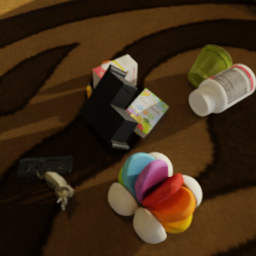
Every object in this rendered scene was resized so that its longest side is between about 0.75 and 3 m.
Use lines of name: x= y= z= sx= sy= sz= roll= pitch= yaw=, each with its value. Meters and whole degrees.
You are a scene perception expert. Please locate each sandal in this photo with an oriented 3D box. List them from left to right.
sandal: x=0.163 y=-0.796 z=11.425 sx=1.467 sy=0.331 sz=0.551 roll=-24 pitch=77 yaw=-28

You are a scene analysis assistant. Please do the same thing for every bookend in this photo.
bookend: x=-0.338 y=-0.750 z=10.156 sx=2.193 sy=1.017 sz=2.207 roll=44 pitch=108 yaw=34

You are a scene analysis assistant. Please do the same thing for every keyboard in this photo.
keyboard: x=-2.916 y=1.366 z=9.768 sx=1.889 sy=0.374 sz=0.983 roll=-5 pitch=52 yaw=-2

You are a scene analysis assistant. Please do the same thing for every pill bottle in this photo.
pill bottle: x=3.759 y=-1.470 z=11.326 sx=2.564 sy=1.419 sz=1.419 roll=-28 pitch=57 yaw=-21

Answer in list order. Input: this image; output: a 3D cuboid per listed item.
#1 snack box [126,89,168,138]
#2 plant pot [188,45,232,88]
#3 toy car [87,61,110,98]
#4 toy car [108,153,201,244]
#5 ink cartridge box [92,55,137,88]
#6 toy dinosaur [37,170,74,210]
snack box: x=0.642 y=-0.590 z=11.028 sx=1.211 sy=0.451 sz=1.702 roll=40 pitch=60 yaw=3
plant pot: x=3.443 y=-2.535 z=12.278 sx=1.551 sy=1.551 sz=1.493 roll=35 pitch=73 yaw=25
toy car: x=-1.055 y=-2.180 z=12.339 sx=1.071 sy=0.727 sz=2.184 roll=11 pitch=52 yaw=9
toy car: x=0.804 y=1.810 z=8.354 sx=2.356 sy=2.019 sz=2.692 roll=-37 pitch=60 yaw=-25
ink cartridge box: x=-0.541 y=-2.126 z=11.916 sx=1.791 sy=1.300 sz=0.747 roll=-29 pitch=59 yaw=-21
toy dinosaur: x=-2.284 y=1.801 z=9.028 sx=0.739 sy=0.982 sz=1.919 roll=-32 pitch=59 yaw=-23
